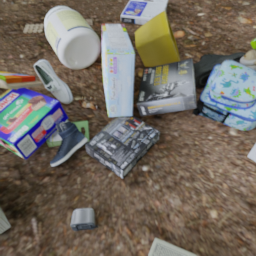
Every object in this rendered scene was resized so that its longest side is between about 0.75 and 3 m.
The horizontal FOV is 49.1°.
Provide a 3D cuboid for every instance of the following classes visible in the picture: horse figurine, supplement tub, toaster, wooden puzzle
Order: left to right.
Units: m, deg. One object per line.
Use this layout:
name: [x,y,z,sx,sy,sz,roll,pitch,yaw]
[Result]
wooden puzzle: [-4.671,-1.825,10.414,2.417,0.486,2.612,10,10,15]
supplement tub: [-2.589,-4.113,12.620,1.937,1.937,2.672,-22,54,-17]
toaster: [-1.256,2.630,8.047,0.797,0.453,0.515,-6,49,0]
horse figurine: [-1.597,-0.966,11.081,0.781,0.195,0.517,3,91,-1]

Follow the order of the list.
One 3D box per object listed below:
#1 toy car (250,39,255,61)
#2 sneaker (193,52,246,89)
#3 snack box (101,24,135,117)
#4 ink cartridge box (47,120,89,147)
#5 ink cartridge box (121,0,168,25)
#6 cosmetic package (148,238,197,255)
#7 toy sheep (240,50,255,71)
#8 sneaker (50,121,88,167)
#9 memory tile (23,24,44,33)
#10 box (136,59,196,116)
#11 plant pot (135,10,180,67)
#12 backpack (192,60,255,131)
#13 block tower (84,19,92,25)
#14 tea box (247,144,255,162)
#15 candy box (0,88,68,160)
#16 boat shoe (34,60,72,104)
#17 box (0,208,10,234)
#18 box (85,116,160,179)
toy car: [5.011,-2.464,8.996,1.386,1.443,1.756,-32,9,12]
sneaker: [3.831,-2.772,12.107,2.942,1.117,1.335,-18,49,-15]
snack box: [-0.439,-2.188,10.357,0.976,2.432,2.884,-4,38,-8]
ink cartridge box: [-2.190,0.114,10.184,1.443,0.346,1.050,-9,51,-3]
ink cartridge box: [0.944,-6.439,15.457,2.186,0.520,2.212,11,50,13]
cosmetic package: [1.624,3.881,6.489,2.744,1.003,1.420,20,39,15]
toy sheep: [4.972,-2.351,11.210,1.101,1.597,1.101,-11,32,7]
sneaker: [-2.234,0.461,9.371,0.590,1.120,1.551,-9,30,52]
memory tile: [-4.957,-5.214,14.727,0.994,0.083,0.762,-2,51,-2]
box: [1.507,-1.593,10.745,2.063,0.629,2.604,-8,39,18]
plant pot: [1.252,-3.749,12.480,1.575,1.786,1.786,-16,49,18]
backpack: [3.952,-1.140,10.270,2.366,1.739,2.165,26,65,11]
block tower: [-2.303,-5.690,15.032,0.786,0.212,0.227,5,52,3]
tea box: [5.394,0.604,9.166,1.907,1.274,1.877,36,58,25]
candy box: [-3.800,-0.319,9.839,2.526,0.973,2.136,20,55,31]
boat shoe: [-2.945,-1.666,10.765,0.716,1.948,0.650,-31,14,27]
box: [-4.409,2.227,7.592,1.419,1.656,1.648,-32,58,-21]
box: [-0.169,0.501,9.738,1.655,0.522,2.098,31,56,23]
